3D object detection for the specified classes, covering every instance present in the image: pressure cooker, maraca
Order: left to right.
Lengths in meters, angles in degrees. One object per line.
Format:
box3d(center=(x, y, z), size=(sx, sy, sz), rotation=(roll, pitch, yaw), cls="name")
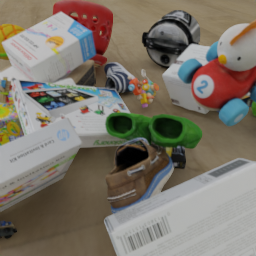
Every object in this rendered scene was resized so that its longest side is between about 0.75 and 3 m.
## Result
box3d(center=(-4.047, -3.074, 10.030), size=(2.184, 1.168, 1.498), rotation=(3, 58, 8), cls="maraca")
box3d(center=(1.920, -3.728, 12.018), size=(2.087, 2.119, 2.373), rotation=(-25, 17, 40), cls="pressure cooker")

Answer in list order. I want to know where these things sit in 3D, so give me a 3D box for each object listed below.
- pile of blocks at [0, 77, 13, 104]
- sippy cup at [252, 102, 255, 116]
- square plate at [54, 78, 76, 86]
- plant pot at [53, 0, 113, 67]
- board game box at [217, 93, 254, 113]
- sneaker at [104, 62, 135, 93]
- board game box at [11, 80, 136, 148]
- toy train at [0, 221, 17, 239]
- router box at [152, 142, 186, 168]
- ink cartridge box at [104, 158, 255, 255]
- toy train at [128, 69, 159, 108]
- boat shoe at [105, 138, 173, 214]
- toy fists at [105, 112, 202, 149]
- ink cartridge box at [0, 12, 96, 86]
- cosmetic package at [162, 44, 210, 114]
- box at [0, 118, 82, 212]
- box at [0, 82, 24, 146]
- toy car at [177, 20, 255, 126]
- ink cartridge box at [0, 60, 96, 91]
box3d(center=(-3.017, -0.965, 6.941), size=(0.256, 0.338, 0.824), rotation=(2, 61, -13), cls="pile of blocks")
box3d(center=(4.748, -0.535, 7.779), size=(1.841, 2.513, 1.973), rotation=(-30, 72, -20), cls="sippy cup")
box3d(center=(-1.885, -0.535, 7.928), size=(1.881, 0.270, 1.899), rotation=(-25, 76, -39), cls="square plate")
box3d(center=(-1.907, -3.700, 11.399), size=(2.407, 2.192, 2.407), rotation=(7, 6, -1), cls="plant pot")
box3d(center=(3.213, -1.486, 10.187), size=(1.824, 0.466, 2.692), rotation=(-18, 39, -23), cls="board game box")
box3d(center=(-0.606, -1.898, 10.465), size=(1.099, 0.710, 2.026), rotation=(-14, 39, -34), cls="sneaker")
box3d(center=(-1.238, -0.349, 7.208), size=(2.984, 0.516, 1.884), rotation=(0, 45, -38), cls="board game box")
box3d(center=(-2.820, 1.976, 5.308), size=(1.385, 0.236, 0.317), rotation=(-4, 36, -7), cls="toy train")
box3d(center=(1.043, 0.608, 7.360), size=(0.822, 0.273, 1.045), rotation=(1, 35, 4), cls="router box")
box3d(center=(1.094, 1.796, 4.019), size=(2.328, 2.020, 0.507), rotation=(-21, 9, -12), cls="ink cartridge box")
box3d(center=(0.567, -1.349, 9.080), size=(0.434, 1.171, 1.559), rotation=(-13, 22, 29), cls="toy train")
box3d(center=(0.268, 0.729, 5.645), size=(0.984, 0.986, 2.723), rotation=(-20, 10, 17), cls="boat shoe")
box3d(center=(0.565, 0.065, 6.273), size=(2.135, 0.734, 1.088), rotation=(4, 0, 33), cls="toy fists")
box3d(center=(-2.631, -2.304, 8.699), size=(1.633, 0.962, 2.837), rotation=(38, 64, 25), cls="ink cartridge box")
box3d(center=(2.236, -1.578, 8.940), size=(1.343, 1.344, 1.629), rotation=(24, 63, 42), cls="cosmetic package")
box3d(center=(-2.026, 0.904, 4.980), size=(2.066, 2.651, 0.546), rotation=(-27, 79, -28), cls="box")
box3d(center=(-3.966, -0.034, 7.366), size=(2.126, 1.347, 2.207), rotation=(-15, 38, -22), cls="box")
box3d(center=(2.458, -1.597, 6.662), size=(1.958, 2.214, 2.040), rotation=(-32, 61, -10), cls="toy car")
box3d(center=(-2.857, -1.654, 9.892), size=(2.834, 1.064, 2.335), rotation=(9, 36, 11), cls="ink cartridge box")
